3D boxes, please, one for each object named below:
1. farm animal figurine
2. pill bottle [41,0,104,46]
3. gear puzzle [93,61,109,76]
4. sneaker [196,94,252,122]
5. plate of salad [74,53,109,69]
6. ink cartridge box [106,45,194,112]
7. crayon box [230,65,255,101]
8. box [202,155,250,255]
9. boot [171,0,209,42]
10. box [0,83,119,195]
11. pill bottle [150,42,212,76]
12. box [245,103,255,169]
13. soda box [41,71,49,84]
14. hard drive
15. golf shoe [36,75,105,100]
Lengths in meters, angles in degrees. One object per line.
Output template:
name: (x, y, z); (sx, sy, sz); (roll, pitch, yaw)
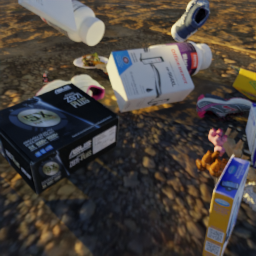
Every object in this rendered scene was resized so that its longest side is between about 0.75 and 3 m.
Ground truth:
farm animal figurine: (2.710, 1.039, 7.026); (2.150, 1.134, 2.174); (33, 36, 24)
pill bottle: (-2.435, -4.764, 12.263); (2.773, 1.535, 1.535); (37, 44, 17)
gear puzzle: (-0.904, -2.836, 13.768); (2.479, 0.325, 1.284); (32, 36, 34)
sneaker: (3.495, -0.566, 9.904); (2.130, 0.859, 0.795); (9, 62, 13)
plate of salad: (-1.970, -3.634, 15.034); (1.897, 0.456, 1.897); (1, 32, 0)
ink cartridge box: (0.817, -1.931, 10.743); (2.772, 1.169, 2.024); (-13, 73, -19)
crayon box: (5.155, -1.286, 10.216); (1.817, 0.746, 2.891); (15, 15, -46)
box: (1.889, 1.489, 5.358); (0.403, 1.943, 1.157); (19, 36, 27)
boot: (2.635, -4.190, 10.286); (2.526, 0.919, 1.141); (-57, 19, -26)
box: (-2.009, 0.113, 7.846); (2.773, 1.194, 2.271); (-30, 52, -35)
pill bottle: (2.382, -3.152, 13.137); (2.904, 1.618, 1.618); (-14, 35, -21)
box: (4.595, 0.273, 8.125); (1.915, 1.092, 2.082); (7, 33, 12)
soda box: (-3.898, -2.369, 13.153); (0.316, 0.283, 0.894); (-10, 33, -14)
hard drive: (-2.550, -4.028, 8.880); (0.286, 1.415, 2.145); (-21, -17, 29)
golf shoe: (-2.144, -1.215, 10.589); (1.344, 1.106, 2.938); (27, 42, 32)
